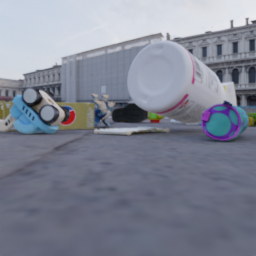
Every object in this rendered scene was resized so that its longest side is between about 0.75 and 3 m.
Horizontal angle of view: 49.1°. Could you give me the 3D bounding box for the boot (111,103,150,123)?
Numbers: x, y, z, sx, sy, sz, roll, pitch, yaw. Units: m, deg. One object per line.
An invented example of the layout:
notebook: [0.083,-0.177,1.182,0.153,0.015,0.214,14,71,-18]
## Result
boot: [0.599,-0.726,15.116,1.816,1.017,2.626,4,0,-41]

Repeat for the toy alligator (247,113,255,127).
toy alligator: [4.859,-0.309,10.527,0.723,0.524,2.182,-1,3,-15]

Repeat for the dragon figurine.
dragon figurine: [-0.981,-0.404,9.906,0.753,1.273,2.560,0,25,-23]

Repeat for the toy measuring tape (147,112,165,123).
toy measuring tape: [1.253,-0.691,15.030,0.918,0.918,2.495,-1,3,-14]

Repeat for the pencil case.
pencil case: [1.951,-0.144,5.549,0.752,0.692,1.627,37,17,21]

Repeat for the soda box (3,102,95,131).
soda box: [-2.381,-0.364,8.543,2.623,0.839,0.888,-1,4,-26]

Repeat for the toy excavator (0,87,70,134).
toy excavator: [-2.662,-0.264,6.908,1.763,1.813,0.906,45,7,5]

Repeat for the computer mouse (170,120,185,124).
computer mouse: [3.384,-0.494,13.583,2.646,0.581,1.451,0,4,2]

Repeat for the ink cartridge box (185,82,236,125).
ink cartridge box: [3.575,-1.069,12.271,1.999,1.446,1.472,-21,15,-38]

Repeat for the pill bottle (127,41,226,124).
pill bottle: [1.417,-0.975,7.226,1.618,1.618,2.855,2,-6,37]

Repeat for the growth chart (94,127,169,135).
growth chart: [0.080,0.062,7.047,1.211,0.148,1.674,1,3,43]

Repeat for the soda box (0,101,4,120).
soda box: [-6.001,-0.533,10.121,0.955,1.010,2.983,1,3,26]
